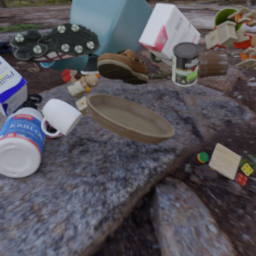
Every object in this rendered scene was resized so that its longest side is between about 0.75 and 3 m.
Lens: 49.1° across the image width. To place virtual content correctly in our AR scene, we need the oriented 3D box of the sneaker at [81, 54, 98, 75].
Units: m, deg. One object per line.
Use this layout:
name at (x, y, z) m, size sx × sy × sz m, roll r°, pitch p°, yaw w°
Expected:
sneaker at (-1.647, -3.831, 16.238) m, size 2.304 × 1.142 × 0.814 m, roll -16°, pitch 32°, yaw -27°

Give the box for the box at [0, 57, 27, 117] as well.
box at (-3.678, -1.322, 7.646) m, size 0.896 × 1.709 × 1.571 m, roll -47°, pitch 8°, yaw -20°

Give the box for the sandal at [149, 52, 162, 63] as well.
sandal at (1.412, -3.572, 11.741) m, size 0.833 × 0.599 × 2.098 m, roll 27°, pitch 74°, yaw 2°

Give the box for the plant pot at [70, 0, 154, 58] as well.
plant pot at (-0.850, -4.388, 12.210) m, size 2.771 × 2.831 × 2.779 m, roll 26°, pitch 10°, yaw 27°

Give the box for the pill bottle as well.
pill bottle at (-3.335, 0.317, 8.857) m, size 1.360 × 1.360 × 2.423 m, roll -5°, pitch 31°, yaw -8°

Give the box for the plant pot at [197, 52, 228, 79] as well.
plant pot at (3.175, -2.371, 10.592) m, size 1.042 × 1.052 × 1.052 m, roll 1°, pitch 30°, yaw 7°

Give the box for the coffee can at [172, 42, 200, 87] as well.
coffee can at (1.274, -1.407, 6.223) m, size 0.580 × 0.793 × 0.580 m, roll -4°, pitch 50°, yaw 4°

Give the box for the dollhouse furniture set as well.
dollhouse furniture set at (3.382, -2.757, 8.775) m, size 1.725 × 1.744 × 0.898 m, roll 0°, pitch -11°, yaw -30°

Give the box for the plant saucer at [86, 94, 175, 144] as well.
plant saucer at (0.028, -0.239, 7.209) m, size 2.417 × 0.356 × 2.417 m, roll 21°, pitch 18°, yaw -7°

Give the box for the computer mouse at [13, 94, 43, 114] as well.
computer mouse at (-3.751, -0.505, 10.005) m, size 1.294 × 1.868 × 0.492 m, roll 9°, pitch 49°, yaw -9°

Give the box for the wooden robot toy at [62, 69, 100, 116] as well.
wooden robot toy at (-1.450, -1.511, 9.281) m, size 1.087 × 1.055 × 2.395 m, roll -29°, pitch 43°, yaw 2°

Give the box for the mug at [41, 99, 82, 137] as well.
mug at (-1.915, -0.237, 7.609) m, size 0.886 × 1.011 × 0.746 m, roll 36°, pitch -7°, yaw -1°

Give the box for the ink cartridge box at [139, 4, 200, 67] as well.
ink cartridge box at (1.229, -2.550, 7.999) m, size 0.695 × 1.194 × 1.639 m, roll 31°, pitch 7°, yaw 42°

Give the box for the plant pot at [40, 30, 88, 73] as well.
plant pot at (-2.442, -2.877, 11.030) m, size 1.458 × 1.551 × 1.551 m, roll 16°, pitch 11°, yaw -48°

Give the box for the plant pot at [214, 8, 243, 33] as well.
plant pot at (3.866, -3.919, 11.043) m, size 1.069 × 1.069 × 1.143 m, roll 6°, pitch -8°, yaw 10°

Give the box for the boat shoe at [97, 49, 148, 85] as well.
boat shoe at (-0.174, -1.922, 8.474) m, size 0.894 × 0.845 × 2.485 m, roll -5°, pitch -5°, yaw 25°

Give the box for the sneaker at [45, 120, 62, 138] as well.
sneaker at (-2.835, -0.200, 10.393) m, size 0.608 × 0.734 × 1.540 m, roll -10°, pitch 33°, yaw -21°

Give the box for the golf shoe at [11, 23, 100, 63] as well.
golf shoe at (-2.427, -2.805, 9.553) m, size 2.873 × 1.109 × 1.266 m, roll -8°, pitch -3°, yaw -14°

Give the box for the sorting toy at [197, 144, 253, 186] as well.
sorting toy at (1.895, 0.694, 5.493) m, size 1.107 × 0.187 × 0.534 m, roll 31°, pitch 62°, yaw 0°
